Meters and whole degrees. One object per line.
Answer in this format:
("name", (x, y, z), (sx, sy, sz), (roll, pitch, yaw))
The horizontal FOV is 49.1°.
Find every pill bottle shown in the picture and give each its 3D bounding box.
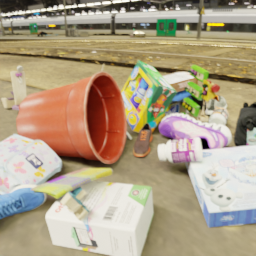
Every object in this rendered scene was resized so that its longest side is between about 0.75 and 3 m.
("pill bottle", (3.941, -0.373, 12.247), (0.738, 0.738, 1.268), (11, 26, 24))
("pill bottle", (1.529, 0.680, 8.266), (1.226, 0.688, 0.688), (-8, 20, 18))

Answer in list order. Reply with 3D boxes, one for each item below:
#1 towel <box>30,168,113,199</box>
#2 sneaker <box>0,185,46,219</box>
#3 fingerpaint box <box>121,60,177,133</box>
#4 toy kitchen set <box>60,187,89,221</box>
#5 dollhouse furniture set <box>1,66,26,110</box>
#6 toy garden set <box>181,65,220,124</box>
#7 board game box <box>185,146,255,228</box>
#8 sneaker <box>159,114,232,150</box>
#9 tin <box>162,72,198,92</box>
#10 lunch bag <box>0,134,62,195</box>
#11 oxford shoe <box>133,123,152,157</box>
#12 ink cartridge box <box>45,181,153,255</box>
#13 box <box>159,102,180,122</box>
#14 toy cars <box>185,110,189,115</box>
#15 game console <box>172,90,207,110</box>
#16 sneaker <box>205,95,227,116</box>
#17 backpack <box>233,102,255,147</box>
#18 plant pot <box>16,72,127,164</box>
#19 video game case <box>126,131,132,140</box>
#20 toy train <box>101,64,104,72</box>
("towel", (-1.258, 1.238, 6.519), (1.176, 0.186, 1.638), (-6, 7, 44))
("sneaker", (-2.988, 1.983, 6.665), (1.968, 0.755, 1.095), (-7, 18, -6))
("fingerpaint box", (0.642, -1.317, 11.853), (0.951, 2.163, 2.593), (17, 27, -29))
("toy kitchen set", (-1.110, 1.397, 5.701), (0.479, 0.651, 0.813), (-45, 32, -16))
("dollhouse furniture set", (-4.786, -2.129, 14.528), (2.885, 2.048, 2.286), (-12, 13, -42))
("toy garden set", (2.668, -1.003, 11.261), (0.521, 2.611, 2.177), (1, 24, -15))
("board game box", (3.154, 1.445, 7.707), (2.654, 0.576, 2.641), (-5, 28, 1))
("sneaker", (2.242, 0.321, 10.243), (2.757, 1.109, 1.219), (15, 47, 34))
("tin", (2.195, -2.162, 13.280), (2.528, 0.529, 1.415), (-18, 34, -27))
("lunch bag", (-3.156, 1.102, 8.218), (1.957, 1.244, 1.660), (17, 30, 21))
("oxford shoe", (0.524, 0.436, 10.378), (0.627, 0.639, 1.761), (2, 29, 11))
("ink cartridge box", (-0.576, 1.981, 6.370), (2.031, 0.853, 1.471), (2, 24, 18))
("box", (1.564, -0.809, 13.331), (2.090, 0.672, 0.732), (-21, 30, -39))
("toy cars", (2.885, -0.912, 13.425), (0.174, 0.784, 0.351), (2, 48, -20))
("game console", (2.196, -1.486, 14.293), (2.820, 2.407, 1.669), (25, 72, 43))
("sneaker", (4.534, -1.303, 14.205), (0.851, 0.913, 2.303), (9, 23, 24))
("backpack", (5.155, 0.184, 9.784), (2.608, 1.651, 2.176), (11, 33, 22))
("plant pot", (-1.917, -0.243, 9.456), (2.852, 2.933, 2.933), (-3, 21, 22))
("video game case", (-0.366, 0.035, 11.116), (0.891, 0.980, 0.114), (23, 69, 47))
("toy train", (-1.439, -1.032, 11.179), (1.146, 2.707, 1.566), (12, 39, -26))
